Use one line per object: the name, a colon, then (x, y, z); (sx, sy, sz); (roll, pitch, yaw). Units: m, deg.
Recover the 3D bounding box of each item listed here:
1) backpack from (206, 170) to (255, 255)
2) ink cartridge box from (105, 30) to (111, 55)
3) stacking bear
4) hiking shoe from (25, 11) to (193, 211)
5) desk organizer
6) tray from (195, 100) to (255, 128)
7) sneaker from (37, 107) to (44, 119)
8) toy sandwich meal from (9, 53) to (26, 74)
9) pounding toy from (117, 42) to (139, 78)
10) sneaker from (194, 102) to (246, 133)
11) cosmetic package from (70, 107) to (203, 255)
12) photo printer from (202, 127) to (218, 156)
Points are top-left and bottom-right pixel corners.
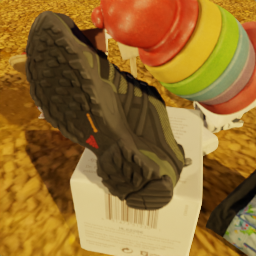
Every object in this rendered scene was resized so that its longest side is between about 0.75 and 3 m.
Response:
backpack: (2.899, 1.660, 4.565); (1.941, 1.830, 2.380); (-26, 59, -34)
ink cartridge box: (-1.764, -3.673, 12.315); (2.359, 0.794, 1.382); (-15, 39, -19)
stacking bear: (0.552, -0.918, 2.919); (1.875, 1.139, 1.066); (23, 46, -33)
hiking shoe: (-0.218, -0.296, 3.667); (2.697, 1.021, 1.358); (56, 35, 0)
desk organizer: (-2.138, -3.261, 10.780); (2.545, 0.980, 0.913); (-17, 30, -23)
tray: (2.168, -0.978, 5.381); (2.264, 0.251, 1.216); (-28, 71, -22)
sneaker: (-2.056, -0.414, 7.939); (1.189, 0.753, 2.113); (-3, 29, -10)
toy sandwich meal: (-2.321, -1.737, 7.259); (1.512, 0.518, 1.512); (1, -7, 0)
pounding toy: (0.329, -2.520, 7.489); (1.136, 2.182, 2.484); (-16, 18, 8)
sneaker: (2.738, -0.664, 8.247); (1.313, 0.805, 2.018); (0, 37, -2)
cosmetic package: (0.298, 0.915, 5.182); (1.895, 1.883, 2.264); (8, 38, 10)
photo printer: (1.382, 0.210, 7.293); (1.229, 0.513, 1.477); (-20, 40, -23)
